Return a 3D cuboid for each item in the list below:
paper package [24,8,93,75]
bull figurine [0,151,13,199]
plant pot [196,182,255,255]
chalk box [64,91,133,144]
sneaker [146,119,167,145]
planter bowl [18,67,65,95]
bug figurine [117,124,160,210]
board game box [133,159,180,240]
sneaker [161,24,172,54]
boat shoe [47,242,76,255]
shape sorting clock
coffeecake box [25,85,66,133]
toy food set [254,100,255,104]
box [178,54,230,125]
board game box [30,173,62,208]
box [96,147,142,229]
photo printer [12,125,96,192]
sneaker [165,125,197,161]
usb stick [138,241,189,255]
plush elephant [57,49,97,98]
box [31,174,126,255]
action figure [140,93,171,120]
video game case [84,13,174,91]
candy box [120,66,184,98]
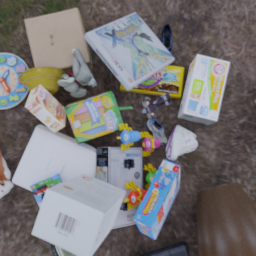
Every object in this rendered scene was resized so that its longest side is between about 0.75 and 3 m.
[{"bbox_3d":[-2.493,-3.014,10.282,2.034,1.104,2.134,-14,83,-1],"label":"paper package"},{"bbox_3d":[-4.952,1.124,9.575,1.709,0.917,2.816,-4,106,-2],"label":"bull figurine"},{"bbox_3d":[3.317,3.340,9.058,2.717,2.717,2.907,-14,72,-1],"label":"plant pot"},{"bbox_3d":[-0.921,-0.494,9.775,2.153,1.339,1.333,-20,99,-2],"label":"chalk box"},{"bbox_3d":[1.108,0.138,10.166,0.422,0.466,1.094,-39,94,-38],"label":"sneaker"},{"bbox_3d":[-2.968,-1.515,9.847,1.608,1.608,0.670,-12,80,-1],"label":"planter bowl"},{"bbox_3d":[0.481,1.190,9.312,0.726,2.188,2.822,-6,92,37],"label":"bug figurine"},{"bbox_3d":[0.993,2.347,8.960,0.578,2.069,2.026,22,65,21],"label":"board game box"},{"bbox_3d":[1.449,-3.333,10.631,0.426,0.473,1.214,-3,84,-1],"label":"sneaker"},{"bbox_3d":[-2.145,3.783,9.250,0.841,1.008,2.701,10,119,28],"label":"boat shoe"},{"bbox_3d":[-4.701,-1.762,10.491,2.158,0.423,2.158,0,84,0],"label":"shape sorting clock"},{"bbox_3d":[-2.681,-0.639,9.284,0.482,1.013,1.319,-32,124,16],"label":"coffeecake box"},{"bbox_3d":[5.456,0.033,10.095,1.564,0.387,2.460,-13,70,-16],"label":"toy food set"},{"bbox_3d":[2.696,-1.340,10.097,1.230,1.109,2.188,13,84,1],"label":"box"},{"bbox_3d":[-2.484,2.278,9.184,0.979,0.237,1.295,-24,96,-2],"label":"board game box"},{"bbox_3d":[-0.283,1.970,9.551,1.514,0.780,2.596,6,82,-39],"label":"box"},{"bbox_3d":[-2.346,1.433,9.862,2.737,0.950,2.277,24,87,1],"label":"photo printer"},{"bbox_3d":[1.859,0.520,9.470,0.988,1.984,0.743,23,121,10],"label":"sneaker"},{"bbox_3d":[0.957,4.524,9.753,2.365,0.386,0.656,-17,124,-1],"label":"usb stick"},{"bbox_3d":[-1.785,-1.680,9.527,1.129,1.201,1.458,-28,57,1],"label":"plush elephant"},{"bbox_3d":[-1.167,2.215,7.559,1.526,2.454,1.196,20,93,11],"label":"box"},{"bbox_3d":[0.922,-0.759,9.601,1.180,0.409,0.768,-28,117,-15],"label":"action figure"},{"bbox_3d":[0.135,-2.774,9.832,2.569,0.283,2.342,-37,87,-34],"label":"video game case"},{"bbox_3d":[0.896,-1.843,10.562,2.292,0.303,1.172,7,81,1],"label":"candy box"}]
